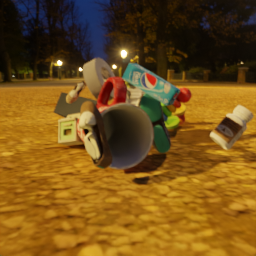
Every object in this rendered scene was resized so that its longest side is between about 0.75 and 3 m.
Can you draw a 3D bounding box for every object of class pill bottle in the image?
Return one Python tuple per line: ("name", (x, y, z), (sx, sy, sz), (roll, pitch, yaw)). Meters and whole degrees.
("pill bottle", (3.197, -0.022, 8.615), (0.738, 1.291, 0.738), (40, 2, -2))

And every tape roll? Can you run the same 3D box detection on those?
("tape roll", (-1.032, -1.843, 10.917), (0.559, 1.694, 1.694), (-23, 3, 21))

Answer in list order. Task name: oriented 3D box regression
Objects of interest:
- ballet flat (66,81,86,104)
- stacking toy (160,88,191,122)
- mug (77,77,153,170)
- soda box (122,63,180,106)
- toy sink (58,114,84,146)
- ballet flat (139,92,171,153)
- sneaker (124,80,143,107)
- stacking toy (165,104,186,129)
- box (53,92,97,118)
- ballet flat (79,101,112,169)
("ballet flat", (-1.702, -1.205, 9.140), (0.340, 0.964, 0.315), (30, -30, 0))
("stacking toy", (1.539, -0.747, 11.084), (2.250, 0.960, 0.960), (-36, 2, 16))
("mug", (-0.474, -0.157, 8.728), (1.800, 2.395, 2.698), (29, -5, -22))
("soda box", (0.626, -1.198, 7.642), (1.518, 0.487, 0.515), (34, 22, 18))
("toy sink", (-2.051, -0.010, 10.121), (0.762, 1.169, 0.655), (-7, -16, 21))
("ballet flat", (0.853, -0.226, 9.415), (0.803, 2.233, 0.803), (-17, 19, 6))
("sneaker", (0.133, -0.833, 10.327), (1.004, 2.695, 1.140), (9, 2, -3))
("stacking toy", (1.814, -0.313, 14.242), (2.174, 0.918, 1.968), (1, 37, 19))
("box", (-1.486, -0.519, 11.507), (2.578, 1.017, 1.819), (16, -9, 36))
("ballet flat", (-0.875, 0.154, 6.767), (0.597, 1.760, 0.636), (-19, -9, 25))
